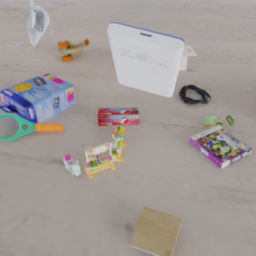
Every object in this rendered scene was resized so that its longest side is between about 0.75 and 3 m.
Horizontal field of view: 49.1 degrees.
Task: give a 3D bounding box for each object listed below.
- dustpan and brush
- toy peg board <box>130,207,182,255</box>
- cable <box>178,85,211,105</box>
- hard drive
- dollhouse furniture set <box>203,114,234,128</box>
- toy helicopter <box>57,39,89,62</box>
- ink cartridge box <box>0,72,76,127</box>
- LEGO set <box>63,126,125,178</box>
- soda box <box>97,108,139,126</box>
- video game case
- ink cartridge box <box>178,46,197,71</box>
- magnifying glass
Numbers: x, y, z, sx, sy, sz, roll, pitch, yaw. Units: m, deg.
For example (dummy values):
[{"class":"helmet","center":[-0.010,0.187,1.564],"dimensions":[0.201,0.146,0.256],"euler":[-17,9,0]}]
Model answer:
[{"class":"dustpan and brush","center":[-2.928,-3.525,8.839],"dimensions":[0.459,1.120,1.605],"euler":[16,49,-38]},{"class":"toy peg board","center":[0.690,2.576,6.747],"dimensions":[0.985,0.482,0.981],"euler":[13,55,18]},{"class":"cable","center":[2.739,-1.393,11.956],"dimensions":[1.177,0.367,1.443],"euler":[-18,43,-14]},{"class":"hard drive","center":[0.481,-1.737,7.752],"dimensions":[1.816,2.753,0.349],"euler":[17,75,8]},{"class":"dollhouse furniture set","center":[3.292,-0.204,10.226],"dimensions":[1.010,0.505,0.390],"euler":[-4,38,-7]},{"class":"toy helicopter","center":[-3.113,-4.529,15.550],"dimensions":[1.661,0.991,2.512],"euler":[-19,30,-15]},{"class":"ink cartridge box","center":[-3.656,-1.068,10.960],"dimensions":[1.821,1.019,2.669],"euler":[27,47,31]},{"class":"LEGO set","center":[-0.724,0.559,8.831],"dimensions":[1.214,0.982,2.639],"euler":[28,45,31]},{"class":"soda box","center":[-0.364,-0.416,10.502],"dimensions":[1.539,0.488,0.539],"euler":[-2,36,-1]},{"class":"video game case","center":[3.071,0.589,9.380],"dimensions":[1.379,0.272,1.522],"euler":[-19,42,-23]},{"class":"ink cartridge box","center":[2.127,-3.536,14.282],"dimensions":[2.407,0.817,1.386],"euler":[-4,38,-5]},{"class":"magnifying glass","center":[-3.533,-0.016,9.887],"dimensions":[2.408,0.270,0.959],"euler":[1,78,-13]}]
